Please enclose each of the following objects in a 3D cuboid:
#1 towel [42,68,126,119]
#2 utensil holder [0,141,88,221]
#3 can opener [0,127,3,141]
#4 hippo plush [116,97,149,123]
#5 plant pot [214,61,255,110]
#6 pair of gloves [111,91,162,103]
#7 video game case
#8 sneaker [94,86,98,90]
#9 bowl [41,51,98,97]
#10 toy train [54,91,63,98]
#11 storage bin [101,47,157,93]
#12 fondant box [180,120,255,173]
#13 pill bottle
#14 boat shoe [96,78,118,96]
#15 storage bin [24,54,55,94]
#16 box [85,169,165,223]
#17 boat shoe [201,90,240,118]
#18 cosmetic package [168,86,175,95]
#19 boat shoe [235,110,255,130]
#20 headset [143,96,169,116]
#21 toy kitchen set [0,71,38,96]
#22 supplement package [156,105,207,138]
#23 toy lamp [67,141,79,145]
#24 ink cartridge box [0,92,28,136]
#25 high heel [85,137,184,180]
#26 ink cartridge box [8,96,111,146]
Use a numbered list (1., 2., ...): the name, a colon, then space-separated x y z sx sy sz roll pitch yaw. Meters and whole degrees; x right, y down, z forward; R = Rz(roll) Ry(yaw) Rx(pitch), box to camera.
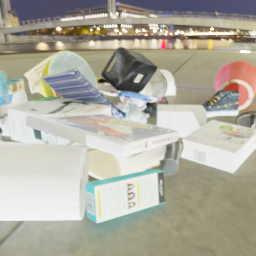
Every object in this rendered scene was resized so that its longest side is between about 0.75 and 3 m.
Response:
1. towel: -1.562 -1.100 10.314 2.056 2.839 0.339 0 58 43
2. utensil holder: -1.846 1.092 5.704 1.905 1.619 1.619 2 20 -1
3. can opener: -4.679 0.482 8.766 0.848 0.684 2.158 22 29 -3
4. hippo plush: 0.181 -0.410 11.042 1.382 1.101 1.112 25 23 -43
5. plant pot: 5.149 -1.918 13.432 2.185 2.185 1.933 8 31 20
6. pair of gloves: 0.270 -1.258 11.481 1.789 0.253 2.225 9 3 -20
7. video game case: -0.538 0.018 6.801 2.795 0.321 2.546 15 12 31
8. sneaker: -1.559 -1.180 12.316 0.654 1.541 0.593 -4 -24 -10
9. bowl: -2.837 -1.774 12.472 1.544 2.870 2.870 -16 8 36
10. toy train: -2.622 -1.178 12.054 1.708 0.475 1.283 36 -2 -26
11. storage bin: 0.091 -2.286 11.387 0.982 1.416 2.094 45 24 22
12. fondant box: 2.894 0.474 8.717 1.628 0.657 2.256 15 26 36
13. pill bottle: 1.010 -2.066 14.194 1.645 1.645 2.889 16 26 37
14. boat shoe: -1.551 -2.548 16.669 2.859 0.851 1.027 19 27 41
15. storage bin: -3.698 -2.500 14.025 1.970 0.930 1.985 -34 -17 2
16. box: -0.011 1.356 5.826 1.736 0.714 0.427 -5 4 -35
17. boat shoe: 3.791 -1.117 12.425 2.387 1.083 0.844 -4 21 -11
18. cosmetic package: 1.501 -2.253 16.273 2.303 0.583 0.950 -2 19 -6
19. boat shoe: 5.014 0.021 9.571 2.798 0.935 0.797 19 23 34
20. headset: 1.321 -0.982 12.363 1.162 0.884 1.881 -5 9 -10
21. toy kitchen set: -5.895 -2.468 15.498 2.059 1.514 2.571 2 21 6
22. supplement package: 1.899 -0.259 10.205 1.695 0.994 0.991 1 18 4
23. toy lamp: -1.768 0.658 7.392 1.672 0.487 0.487 -36 14 15
24. ink cartridge box: -4.166 -0.522 10.215 0.614 1.429 1.046 1 16 39
25. high heel: 0.022 0.658 7.764 2.956 1.055 2.107 2 16 14
26. ink cartridge box: -2.275 -0.179 9.657 2.878 1.195 2.110 11 23 25
